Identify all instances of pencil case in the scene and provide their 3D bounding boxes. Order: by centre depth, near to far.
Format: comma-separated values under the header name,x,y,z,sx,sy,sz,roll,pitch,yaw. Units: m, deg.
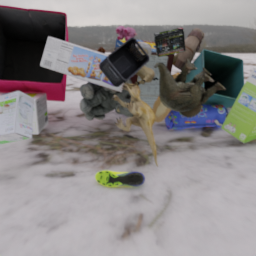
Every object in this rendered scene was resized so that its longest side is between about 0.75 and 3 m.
name,x,y,z,sx,sy,sz,roll,pitch,yaw
pencil case,2.189,-0.337,9.046,1.978,0.772,0.859,-2,41,-7

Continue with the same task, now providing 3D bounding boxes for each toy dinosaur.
name,x,y,z,sx,sy,sz,roll,pitch,yaw
toy dinosaur,0.271,-0.234,6.069,0.619,2.126,1.075,-32,-24,36
toy dinosaur,1.460,-0.870,7.139,2.843,1.454,1.094,0,47,-55

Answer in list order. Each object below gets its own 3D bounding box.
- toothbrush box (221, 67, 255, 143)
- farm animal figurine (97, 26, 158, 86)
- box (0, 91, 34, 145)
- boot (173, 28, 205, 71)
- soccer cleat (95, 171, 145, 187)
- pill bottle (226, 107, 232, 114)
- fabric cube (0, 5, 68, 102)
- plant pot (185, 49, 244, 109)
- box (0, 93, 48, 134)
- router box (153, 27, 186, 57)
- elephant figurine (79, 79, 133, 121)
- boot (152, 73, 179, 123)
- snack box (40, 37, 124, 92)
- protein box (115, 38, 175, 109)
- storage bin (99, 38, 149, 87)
name,x,y,z,sx,sy,sz,roll,pitch,yaw
toothbrush box,3.594,-0.650,7.681,1.380,1.895,0.816,-10,39,-43
farm animal figurine,-0.102,-2.148,9.135,2.423,1.957,1.219,-20,16,44
box,-2.599,-0.182,5.972,1.057,0.933,0.511,-11,-19,22
boot,2.175,-2.791,10.043,0.718,1.495,2.045,30,16,-1
soccer cleat,-0.163,1.056,5.752,1.031,0.333,0.431,0,-12,12
pill bottle,3.977,-1.053,10.520,0.594,1.051,0.594,-2,8,0
fabric cube,-3.246,-2.313,9.429,2.406,2.361,2.399,3,-8,-10
plant pot,2.710,-1.379,9.830,1.525,1.525,2.158,10,-19,-15
box,-3.806,-0.487,8.935,2.153,1.091,1.211,0,18,0
router box,1.180,-2.418,7.942,0.844,0.633,0.262,-11,38,5
elephant figurine,-0.271,-0.915,8.568,2.155,1.672,1.525,-4,-1,17
boot,1.315,-0.924,8.697,0.561,1.594,1.141,27,14,18
snack box,-1.221,-1.787,7.901,2.426,0.872,0.295,19,5,5
protein box,0.429,-2.074,11.003,1.583,2.346,2.329,-1,27,-19
storage bin,-0.089,-1.625,6.964,1.096,0.741,0.514,-46,13,-30
